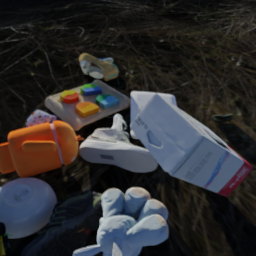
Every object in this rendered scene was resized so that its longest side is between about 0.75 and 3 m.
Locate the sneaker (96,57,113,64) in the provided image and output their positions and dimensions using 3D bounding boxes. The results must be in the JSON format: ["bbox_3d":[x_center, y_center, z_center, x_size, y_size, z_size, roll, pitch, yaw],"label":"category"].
[{"bbox_3d":[-1.265,-3.236,13.508,1.001,0.384,0.557,-25,53,-19],"label":"sneaker"}]

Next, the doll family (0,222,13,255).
[{"bbox_3d":[-3.132,2.246,5.867,2.175,0.854,1.257,30,91,30],"label":"doll family"}]

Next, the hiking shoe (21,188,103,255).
[{"bbox_3d":[-1.436,2.238,6.355,1.169,0.879,2.321,9,29,44],"label":"hiking shoe"}]

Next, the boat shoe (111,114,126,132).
[{"bbox_3d":[-0.260,-0.035,9.313,0.437,0.481,1.308,-6,34,11],"label":"boat shoe"}]

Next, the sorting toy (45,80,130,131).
[{"bbox_3d":[-1.556,-1.047,10.677,2.539,0.463,2.350,-29,47,-31],"label":"sorting toy"}]

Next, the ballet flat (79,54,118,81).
[{"bbox_3d":[-1.544,-2.645,12.257,2.636,0.905,0.831,24,55,41],"label":"ballet flat"}]

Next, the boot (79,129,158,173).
[{"bbox_3d":[-0.169,0.511,8.217,2.450,0.901,1.171,9,41,22],"label":"boot"}]

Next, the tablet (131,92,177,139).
[{"bbox_3d":[0.966,-0.487,10.031,1.758,0.184,2.701,5,40,-3],"label":"tablet"}]

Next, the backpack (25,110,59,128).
[{"bbox_3d":[-2.769,-0.003,8.962,1.084,0.835,1.033,17,70,37],"label":"backpack"}]

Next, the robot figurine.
[{"bbox_3d":[-2.415,0.581,7.838,2.319,1.668,1.352,-16,53,-16],"label":"robot figurine"}]

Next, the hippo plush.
[{"bbox_3d":[0.053,2.302,5.591,1.502,1.516,1.886,4,32,13],"label":"hippo plush"}]

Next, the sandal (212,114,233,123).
[{"bbox_3d":[3.335,-0.365,9.946,0.819,0.325,0.234,-4,40,-15],"label":"sandal"}]

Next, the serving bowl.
[{"bbox_3d":[-2.667,1.836,6.966,1.685,0.554,1.685,1,38,0],"label":"serving bowl"}]

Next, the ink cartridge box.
[{"bbox_3d":[1.615,0.485,7.039,2.667,1.104,1.944,26,18,-43],"label":"ink cartridge box"}]
